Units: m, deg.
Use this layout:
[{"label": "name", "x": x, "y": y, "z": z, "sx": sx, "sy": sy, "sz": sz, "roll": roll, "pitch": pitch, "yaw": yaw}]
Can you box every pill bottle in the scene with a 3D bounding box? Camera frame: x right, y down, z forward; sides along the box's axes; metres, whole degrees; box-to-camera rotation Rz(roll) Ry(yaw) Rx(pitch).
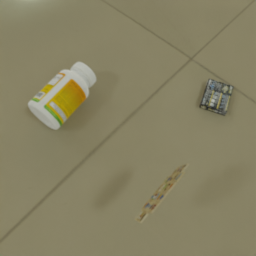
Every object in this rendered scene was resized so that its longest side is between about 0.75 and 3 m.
[{"label": "pill bottle", "x": -2.302, "y": -1.233, "z": 10.201, "sx": 1.347, "sy": 1.347, "sz": 2.426, "roll": 33, "pitch": 69, "yaw": 15}]

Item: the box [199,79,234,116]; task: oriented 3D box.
[{"label": "box", "x": 3.402, "y": -1.197, "z": 10.765, "sx": 1.024, "sy": 0.312, "sz": 1.270, "roll": 18, "pitch": 66, "yaw": 10}]

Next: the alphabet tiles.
[{"label": "alphabet tiles", "x": 0.804, "y": 1.576, "z": 6.794, "sx": 0.056, "sy": 1.473, "sz": 1.770, "roll": 42, "pitch": 75, "yaw": 5}]
